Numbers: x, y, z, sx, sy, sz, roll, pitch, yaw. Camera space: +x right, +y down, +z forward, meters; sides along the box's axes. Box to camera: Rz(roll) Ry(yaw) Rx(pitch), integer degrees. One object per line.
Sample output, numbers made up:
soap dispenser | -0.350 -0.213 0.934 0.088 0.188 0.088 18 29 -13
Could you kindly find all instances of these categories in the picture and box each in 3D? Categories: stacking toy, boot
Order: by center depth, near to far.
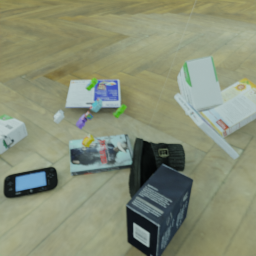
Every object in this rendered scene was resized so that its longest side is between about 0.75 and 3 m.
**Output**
stacking toy | -1.205 -0.453 8.785 1.913 1.443 0.450 -45 30 5
boot | 1.176 1.584 10.841 2.079 1.046 2.781 12 52 -4

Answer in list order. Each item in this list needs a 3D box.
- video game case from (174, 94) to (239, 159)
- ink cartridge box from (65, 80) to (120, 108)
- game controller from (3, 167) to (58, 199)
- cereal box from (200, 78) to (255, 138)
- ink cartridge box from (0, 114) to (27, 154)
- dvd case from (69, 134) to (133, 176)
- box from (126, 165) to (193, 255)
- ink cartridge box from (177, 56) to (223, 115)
video game case | 2.170 -0.061 7.855 0.215 1.815 1.652 -44 32 14
ink cartridge box | -1.845 -1.686 15.231 2.830 0.673 2.864 -1 41 -3
game controller | -3.708 2.086 10.709 1.995 0.420 1.041 -10 40 -11
cereal box | 5.116 -1.018 13.518 2.943 0.582 2.117 -30 48 0
ink cartridge box | -5.767 0.334 12.564 1.380 0.797 1.889 22 44 25
dvd case | -1.147 1.101 12.019 2.682 0.295 1.958 -5 39 -9
box | 0.975 2.630 8.774 1.192 1.997 2.031 25 45 29
ink cartridge box | 2.690 -1.521 10.847 1.030 1.788 2.450 -12 -2 3
